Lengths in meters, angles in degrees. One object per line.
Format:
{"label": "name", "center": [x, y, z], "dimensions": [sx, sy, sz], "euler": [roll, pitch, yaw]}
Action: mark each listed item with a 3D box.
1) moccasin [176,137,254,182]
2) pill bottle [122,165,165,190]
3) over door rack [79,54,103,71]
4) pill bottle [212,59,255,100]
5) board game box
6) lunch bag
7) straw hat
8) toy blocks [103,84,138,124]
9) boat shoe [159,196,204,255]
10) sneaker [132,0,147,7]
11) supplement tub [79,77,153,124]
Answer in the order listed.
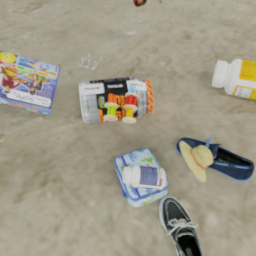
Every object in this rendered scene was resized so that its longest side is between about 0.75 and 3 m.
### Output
{"label": "moccasin", "center": [3.156, 0.891, 10.140], "dimensions": [2.813, 0.959, 1.132], "euler": [20, 52, 16]}
{"label": "pill bottle", "center": [0.431, 1.383, 7.867], "dimensions": [1.118, 0.620, 0.620], "euler": [9, 48, -13]}
{"label": "over door rack", "center": [-1.897, -3.393, 14.202], "dimensions": [0.819, 0.369, 1.109], "euler": [19, 52, 15]}
{"label": "pill bottle", "center": [5.236, -2.118, 12.298], "dimensions": [2.838, 1.600, 1.600], "euler": [13, 51, 11]}
{"label": "board game box", "center": [-3.831, -1.608, 9.614], "dimensions": [2.666, 0.459, 1.805], "euler": [14, 64, -17]}
{"label": "lunch bag", "center": [0.405, 1.676, 9.623], "dimensions": [1.509, 0.774, 1.878], "euler": [-16, 50, -10]}
{"label": "straw hat", "center": [1.961, 0.787, 7.531], "dimensions": [0.534, 1.261, 1.261], "euler": [-34, 46, 24]}
{"label": "toy blocks", "center": [-0.153, -0.597, 6.460], "dimensions": [0.759, 0.331, 0.911], "euler": [6, 70, 0]}
{"label": "boat shoe", "center": [1.594, 3.107, 8.299], "dimensions": [0.954, 0.883, 2.585], "euler": [-7, 50, -6]}
{"label": "sneaker", "center": [0.216, -5.805, 11.456], "dimensions": [0.737, 1.894, 0.778], "euler": [-19, 74, 8]}
{"label": "supplement tub", "center": [-0.488, -1.149, 11.381], "dimensions": [2.834, 1.737, 1.737], "euler": [-7, 50, -5]}
